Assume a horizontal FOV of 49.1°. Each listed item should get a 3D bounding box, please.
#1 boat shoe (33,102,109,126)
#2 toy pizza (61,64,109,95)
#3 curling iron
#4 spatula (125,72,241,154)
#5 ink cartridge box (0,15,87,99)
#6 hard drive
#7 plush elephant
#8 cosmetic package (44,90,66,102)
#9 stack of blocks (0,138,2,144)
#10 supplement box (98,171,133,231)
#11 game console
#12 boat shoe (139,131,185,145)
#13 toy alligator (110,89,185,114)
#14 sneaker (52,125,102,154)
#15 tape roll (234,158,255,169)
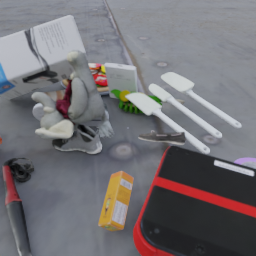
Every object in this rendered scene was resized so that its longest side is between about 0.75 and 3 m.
[{"bbox_3d":[-1.533,-0.456,7.668,1.990,0.717,0.706,6,43,-10],"label":"boat shoe"},{"bbox_3d":[-1.159,-1.841,9.880,2.422,0.384,2.422,1,34,0],"label":"toy pizza"},{"bbox_3d":[-2.036,1.359,5.285,0.621,0.320,2.505,-11,35,-17],"label":"curling iron"},{"bbox_3d":[1.492,-0.528,7.362,1.885,0.218,2.711,-29,53,-30],"label":"spatula"},{"bbox_3d":[-2.641,-1.940,8.159,2.774,1.161,2.012,-21,-1,-6],"label":"ink cartridge box"},{"bbox_3d":[-0.185,-1.359,8.446,0.901,1.365,0.182,10,57,11],"label":"hard drive"},{"bbox_3d":[-1.452,-0.456,6.580,1.611,2.081,1.714,-23,3,-10],"label":"plush elephant"},{"bbox_3d":[-1.828,-0.753,8.246,1.277,0.557,0.660,-11,34,-16],"label":"cosmetic package"},{"bbox_3d":[-3.448,-0.278,5.165,0.869,2.968,1.709,5,41,2],"label":"stack of blocks"},{"bbox_3d":[-0.198,1.271,4.902,0.326,0.337,0.978,-27,36,43],"label":"supplement box"},{"bbox_3d":[1.668,1.473,4.771,2.748,0.427,2.430,16,39,14],"label":"game console"},{"bbox_3d":[0.809,0.179,6.620,1.091,0.311,0.365,7,6,5],"label":"boat shoe"},{"bbox_3d":[0.481,-0.675,8.110,2.215,0.601,0.657,12,3,17],"label":"toy alligator"},{"bbox_3d":[-1.242,0.189,6.635,1.255,0.725,0.471,5,42,9],"label":"sneaker"},{"bbox_3d":[2.614,1.013,5.826,0.910,0.299,0.910,0,34,0],"label":"tape roll"}]
